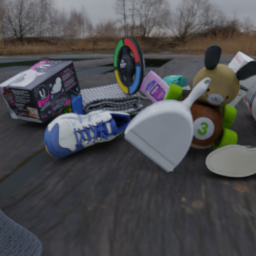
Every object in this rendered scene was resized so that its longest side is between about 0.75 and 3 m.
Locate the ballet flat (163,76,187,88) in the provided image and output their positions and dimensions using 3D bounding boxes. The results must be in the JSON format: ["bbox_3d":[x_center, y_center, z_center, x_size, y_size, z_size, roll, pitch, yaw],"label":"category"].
[{"bbox_3d":[2.200,-2.257,13.613,0.780,0.746,2.215,31,25,20],"label":"ballet flat"}]

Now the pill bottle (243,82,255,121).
[{"bbox_3d":[4.958,-0.849,9.568,1.574,1.574,2.764,4,20,12],"label":"pill bottle"}]

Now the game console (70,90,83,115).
[{"bbox_3d":[-1.856,-0.597,9.403,0.633,1.071,0.914,8,30,18],"label":"game console"}]

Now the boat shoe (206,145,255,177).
[{"bbox_3d":[2.692,0.746,6.397,1.982,0.720,0.621,-9,-17,-4],"label":"boat shoe"}]

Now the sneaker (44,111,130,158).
[{"bbox_3d":[-0.974,-0.006,7.543,1.217,1.039,2.761,-6,13,34],"label":"sneaker"}]

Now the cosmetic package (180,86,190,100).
[{"bbox_3d":[2.481,-1.588,13.228,0.997,0.524,0.354,-17,-1,-25],"label":"cosmetic package"}]

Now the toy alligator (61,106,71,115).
[{"bbox_3d":[-2.356,-0.600,10.557,0.384,0.352,1.297,-41,12,19],"label":"toy alligator"}]

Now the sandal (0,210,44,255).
[{"bbox_3d":[-2.287,1.526,4.224,2.671,0.572,1.015,27,38,37],"label":"sandal"}]

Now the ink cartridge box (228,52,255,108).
[{"bbox_3d":[3.256,-1.397,8.675,0.692,1.644,1.189,31,29,-4],"label":"ink cartridge box"}]

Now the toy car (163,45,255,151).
[{"bbox_3d":[2.107,-0.810,6.935,1.982,2.412,1.903,20,48,-2],"label":"toy car"}]

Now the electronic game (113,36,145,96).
[{"bbox_3d":[-0.019,-2.144,9.778,0.422,2.027,2.027,-11,21,-26],"label":"electronic game"}]

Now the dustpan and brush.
[{"bbox_3d":[1.106,-0.240,6.230,1.494,2.141,0.613,39,15,-16],"label":"dustpan and brush"}]

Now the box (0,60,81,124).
[{"bbox_3d":[-3.027,-1.388,9.894,1.527,1.326,2.311,9,37,25],"label":"box"}]

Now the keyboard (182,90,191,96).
[{"bbox_3d":[3.539,-1.326,12.786,2.402,0.476,1.250,3,22,-14],"label":"keyboard"}]

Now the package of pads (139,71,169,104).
[{"bbox_3d":[1.096,-1.395,10.617,1.435,0.865,0.543,48,19,23],"label":"package of pads"}]

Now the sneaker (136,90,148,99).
[{"bbox_3d":[1.262,-1.825,13.950,1.859,0.724,0.924,15,27,14],"label":"sneaker"}]

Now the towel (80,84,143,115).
[{"bbox_3d":[-0.802,-1.006,10.777,2.297,0.983,1.902,-13,22,-19],"label":"towel"}]
